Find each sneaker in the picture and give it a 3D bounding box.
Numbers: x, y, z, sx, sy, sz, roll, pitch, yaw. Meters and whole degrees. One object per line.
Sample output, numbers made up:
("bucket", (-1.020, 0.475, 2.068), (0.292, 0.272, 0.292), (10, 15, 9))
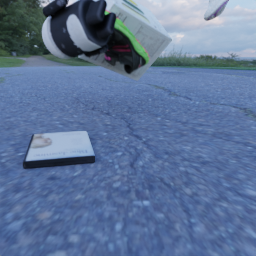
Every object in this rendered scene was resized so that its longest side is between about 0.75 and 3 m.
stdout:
("sneaker", (2.598, -3.866, 8.236), (0.776, 1.558, 0.583), (34, -2, 12))
("sneaker", (-0.381, -2.630, 8.893), (2.875, 1.205, 1.103), (36, 15, -46))

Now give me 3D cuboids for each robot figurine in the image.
("robot figurine", (-1.267, -2.524, 7.159), (1.982, 1.489, 1.237), (-10, 16, 33))

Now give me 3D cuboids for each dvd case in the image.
("dvd case", (-1.568, 0.435, 6.441), (1.404, 0.173, 1.967), (-3, 16, -13))

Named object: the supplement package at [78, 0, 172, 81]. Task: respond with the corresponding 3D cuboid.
("supplement package", (-0.392, -3.649, 10.589), (2.919, 2.199, 2.215), (13, 41, -42))
